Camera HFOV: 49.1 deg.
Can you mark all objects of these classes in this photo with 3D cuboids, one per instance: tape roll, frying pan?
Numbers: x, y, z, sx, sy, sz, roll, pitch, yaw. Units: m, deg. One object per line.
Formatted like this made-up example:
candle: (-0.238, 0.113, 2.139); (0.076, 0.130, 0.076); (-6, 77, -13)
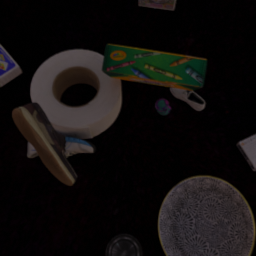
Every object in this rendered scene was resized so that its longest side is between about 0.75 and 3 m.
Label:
tape roll: (-1.685, -1.139, 9.471); (2.981, 1.042, 2.981); (0, 67, -1)
frying pan: (0.048, 3.853, 7.868); (1.043, 0.281, 1.725); (-28, 67, -10)

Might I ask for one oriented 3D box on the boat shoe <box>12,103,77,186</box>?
boat shoe: (-2.039, 0.404, 7.440); (0.798, 0.885, 2.461); (-40, 99, -36)

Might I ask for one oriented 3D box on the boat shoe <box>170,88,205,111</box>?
boat shoe: (2.106, -1.161, 9.812); (1.402, 0.458, 0.516); (34, 71, 13)

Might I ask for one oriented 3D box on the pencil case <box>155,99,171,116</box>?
pencil case: (1.162, -0.671, 9.244); (0.457, 0.990, 0.421); (-20, 82, 9)

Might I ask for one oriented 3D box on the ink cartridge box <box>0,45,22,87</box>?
ink cartridge box: (-5.669, -2.223, 10.184); (2.589, 0.562, 2.565); (-38, 72, -17)

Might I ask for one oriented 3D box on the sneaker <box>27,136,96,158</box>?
sneaker: (-2.156, 0.756, 8.918); (2.265, 0.849, 0.981); (5, 75, 10)

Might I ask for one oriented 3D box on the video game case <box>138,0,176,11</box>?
video game case: (1.165, -5.417, 10.684); (1.506, 2.103, 0.189); (10, 69, 4)

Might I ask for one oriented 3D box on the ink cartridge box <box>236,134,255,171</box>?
ink cartridge box: (4.490, 0.808, 9.041); (1.369, 0.300, 1.382); (-24, 69, -4)

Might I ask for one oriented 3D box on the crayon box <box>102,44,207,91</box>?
crayon box: (0.744, -1.718, 8.218); (2.745, 1.630, 0.800); (10, 96, 4)

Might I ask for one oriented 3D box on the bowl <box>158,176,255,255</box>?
bowl: (2.204, 2.676, 7.603); (2.558, 1.200, 2.558); (-15, 63, 31)
